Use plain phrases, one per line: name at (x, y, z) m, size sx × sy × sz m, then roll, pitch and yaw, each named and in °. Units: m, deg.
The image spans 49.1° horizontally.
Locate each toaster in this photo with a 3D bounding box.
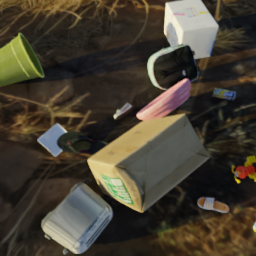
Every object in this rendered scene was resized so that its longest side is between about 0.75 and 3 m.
toaster at (-1.373, 2.606, 8.198) m, size 1.329 × 1.169 × 2.057 m, roll 34°, pitch 60°, yaw 17°

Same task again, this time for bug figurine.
bug figurine at (4.059, 2.012, 8.389) m, size 1.809 × 0.600 × 2.332 m, roll -3°, pitch 71°, yaw -31°

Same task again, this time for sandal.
sandal at (2.712, 2.401, 8.861) m, size 0.978 × 0.280 × 0.375 m, roll 11°, pitch 55°, yaw 8°
sandal at (-1.483, 0.600, 9.770) m, size 2.124 × 0.508 × 0.799 m, roll 12°, pitch 89°, yaw 4°

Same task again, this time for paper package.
paper package at (0.430, 0.919, 8.296) m, size 2.673 × 2.804 × 1.451 m, roll -34°, pitch 100°, yaw -21°

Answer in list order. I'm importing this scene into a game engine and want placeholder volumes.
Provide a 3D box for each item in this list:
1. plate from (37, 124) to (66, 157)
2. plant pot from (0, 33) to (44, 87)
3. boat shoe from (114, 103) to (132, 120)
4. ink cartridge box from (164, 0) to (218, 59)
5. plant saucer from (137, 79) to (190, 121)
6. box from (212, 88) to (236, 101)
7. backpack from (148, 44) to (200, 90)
plate at (-2.621, 0.455, 10.255) m, size 0.990 × 0.160 × 0.988 m, roll 39°, pitch 64°, yaw 14°
plant pot at (-4.835, -2.626, 11.636) m, size 1.873 × 1.972 × 1.972 m, roll -25°, pitch 57°, yaw -3°
boat shoe at (-0.235, -0.654, 10.976) m, size 0.301 × 0.346 × 0.940 m, roll 42°, pitch 60°, yaw 15°
ink cartridge box at (2.753, -4.664, 13.026) m, size 1.630 × 1.673 × 2.603 m, roll -12°, pitch 54°, yaw -6°
plant saucer at (1.367, -0.901, 10.185) m, size 2.262 × 2.262 × 0.573 m, roll -38°, pitch 94°, yaw -24°
box at (3.942, -1.379, 11.506) m, size 0.852 × 0.274 × 0.299 m, roll 13°, pitch 78°, yaw 10°
backpack at (1.729, -2.453, 11.456) m, size 1.833 × 1.628 × 1.380 m, roll -25°, pitch 22°, yaw -8°
